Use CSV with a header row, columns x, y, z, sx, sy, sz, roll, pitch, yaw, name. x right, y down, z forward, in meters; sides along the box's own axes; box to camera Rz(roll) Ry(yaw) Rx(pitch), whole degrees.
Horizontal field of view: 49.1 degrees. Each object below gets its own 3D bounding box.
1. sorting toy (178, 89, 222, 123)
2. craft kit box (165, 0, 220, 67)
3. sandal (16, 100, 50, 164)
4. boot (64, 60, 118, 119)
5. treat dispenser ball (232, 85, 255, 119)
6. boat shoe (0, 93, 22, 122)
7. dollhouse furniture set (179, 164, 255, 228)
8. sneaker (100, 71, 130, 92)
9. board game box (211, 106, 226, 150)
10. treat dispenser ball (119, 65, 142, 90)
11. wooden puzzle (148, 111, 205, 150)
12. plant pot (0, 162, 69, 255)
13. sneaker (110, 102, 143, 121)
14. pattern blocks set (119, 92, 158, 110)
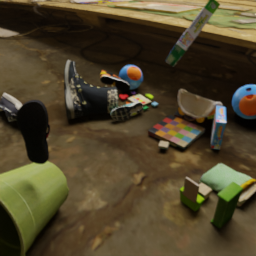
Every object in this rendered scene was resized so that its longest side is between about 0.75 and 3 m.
x,y,z,sx,sy,sz,roll,pitch,yaw,name
3.225,-0.832,11.904,1.706,1.012,1.895,2,20,-44,sorting toy
2.669,-3.983,12.038,0.587,2.389,2.419,34,-3,-1,craft kit box
-2.008,0.073,6.135,0.661,1.759,0.397,13,40,3,sandal
-1.712,-1.776,12.666,2.291,1.095,3.034,-3,60,-9,boot
5.175,-1.096,11.889,1.436,1.436,1.436,0,34,0,treat dispenser ball
-4.774,-0.604,11.976,2.566,0.932,0.805,35,90,34,boat shoe
2.785,1.537,8.158,2.261,1.134,1.481,-25,41,-33,dollhouse furniture set
-0.478,-1.836,10.661,1.266,0.443,0.569,17,42,-27,sneaker
3.357,-0.014,10.450,0.336,1.177,1.202,8,35,12,board game box
0.131,-2.571,14.274,1.214,1.214,1.214,0,34,0,treat dispenser ball
1.931,0.131,11.108,1.640,0.194,2.766,26,40,33,wooden puzzle
-2.698,1.883,7.080,2.262,2.262,2.148,15,24,21,plant pot
-0.093,-0.719,12.206,1.628,0.631,0.649,-18,18,-32,sneaker
0.522,-1.288,13.296,1.517,0.140,1.726,-17,37,-24,pattern blocks set
